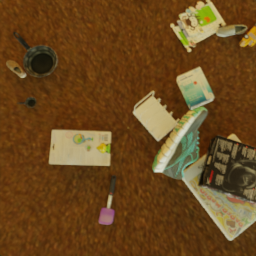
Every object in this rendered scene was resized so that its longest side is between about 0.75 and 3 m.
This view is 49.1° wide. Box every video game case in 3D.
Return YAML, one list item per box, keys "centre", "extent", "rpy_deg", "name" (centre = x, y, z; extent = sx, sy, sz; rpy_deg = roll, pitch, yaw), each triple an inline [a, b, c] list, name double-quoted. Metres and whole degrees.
- centre: [3.755, 2.090, 10.192]
  extent: [2.583, 0.325, 2.838]
  rpy_deg: [-36, 81, -7]
  name: "video game case"

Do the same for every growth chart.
- centre: [2.857, -4.298, 11.551]
  extent: [2.241, 0.199, 1.622]
  rpy_deg: [-35, 81, -9]
  name: "growth chart"

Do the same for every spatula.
- centre: [-0.659, 2.590, 10.168]
  extent: [0.498, 0.181, 1.761]
  rpy_deg: [11, 78, 1]
  name: "spatula"

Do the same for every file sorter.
- centre: [1.035, -0.446, 10.400]
  extent: [1.028, 0.922, 1.481]
  rpy_deg: [-40, 81, -7]
  name: "file sorter"

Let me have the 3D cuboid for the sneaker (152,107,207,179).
- centre: [2.039, 0.590, 9.775]
  extent: [1.273, 1.083, 2.792]
  rpy_deg: [31, 103, -4]
  name: "sneaker"

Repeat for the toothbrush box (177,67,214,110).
- centre: [2.564, -1.498, 10.747]
  extent: [0.964, 0.562, 1.317]
  rpy_deg: [-22, 78, 4]
  name: "toothbrush box"

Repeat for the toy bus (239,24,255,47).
- centre: [5.101, -3.775, 11.328]
  extent: [0.514, 0.427, 1.313]
  rpy_deg: [42, 81, 7]
  name: "toy bus"

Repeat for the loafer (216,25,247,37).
- centre: [4.182, -3.968, 11.343]
  extent: [1.213, 0.423, 0.424]
  rpy_deg: [-10, 90, -1]
  name: "loafer"

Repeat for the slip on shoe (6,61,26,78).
- centre: [-4.475, -2.370, 11.111]
  extent: [0.359, 0.286, 0.945]
  rpy_deg: [-44, 82, -8]
  name: "slip on shoe"

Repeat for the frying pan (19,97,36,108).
- centre: [-3.913, -0.922, 10.909]
  extent: [0.726, 0.118, 0.439]
  rpy_deg: [-26, 79, -3]
  name: "frying pan"

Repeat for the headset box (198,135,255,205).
- centre: [3.907, 1.527, 9.665]
  extent: [2.449, 0.946, 1.822]
  rpy_deg: [18, 79, 3]
  name: "headset box"

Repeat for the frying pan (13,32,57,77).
- centre: [-3.869, -2.804, 11.170]
  extent: [2.231, 0.363, 1.350]
  rpy_deg: [24, 79, 7]
  name: "frying pan"

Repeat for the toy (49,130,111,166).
- centre: [-1.730, 0.765, 10.367]
  extent: [2.179, 0.514, 1.255]
  rpy_deg: [1, 76, 2]
  name: "toy"
